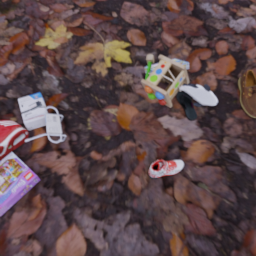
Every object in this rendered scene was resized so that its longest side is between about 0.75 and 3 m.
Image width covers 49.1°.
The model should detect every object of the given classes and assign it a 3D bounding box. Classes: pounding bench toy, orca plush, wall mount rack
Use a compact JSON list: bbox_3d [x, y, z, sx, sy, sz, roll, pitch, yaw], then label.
[{"bbox_3d":[0.859,-1.424,8.271,1.423,0.884,1.110,34,83,27],"label":"pounding bench toy"},{"bbox_3d":[2.654,-1.294,10.839,1.687,0.600,0.888,11,104,18],"label":"orca plush"},{"bbox_3d":[-2.869,-0.016,9.695,1.314,0.564,1.512,4,54,-31],"label":"wall mount rack"}]

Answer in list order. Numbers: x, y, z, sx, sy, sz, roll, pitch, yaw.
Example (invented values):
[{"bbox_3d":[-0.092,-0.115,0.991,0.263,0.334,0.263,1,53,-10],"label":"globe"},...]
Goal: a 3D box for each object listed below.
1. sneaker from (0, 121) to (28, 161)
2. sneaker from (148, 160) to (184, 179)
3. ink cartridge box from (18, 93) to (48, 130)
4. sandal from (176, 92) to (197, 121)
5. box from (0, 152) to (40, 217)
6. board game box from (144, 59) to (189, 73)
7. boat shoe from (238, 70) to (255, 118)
[{"bbox_3d":[-4.541,0.526,9.593,1.174,0.797,2.033,33,56,32],"label":"sneaker"},{"bbox_3d":[1.272,1.253,9.052,1.273,0.682,0.425,-16,60,-10],"label":"sneaker"},{"bbox_3d":[-3.452,-0.609,10.295,0.861,0.502,1.191,-19,61,-11],"label":"ink cartridge box"},{"bbox_3d":[2.253,-0.905,10.577,0.510,0.325,1.356,-16,61,-10],"label":"sandal"},{"bbox_3d":[-3.996,1.872,8.827,1.342,0.384,1.962,36,65,23],"label":"box"},{"bbox_3d":[1.531,-2.385,11.125,1.463,0.250,0.984,-19,29,-18],"label":"board game box"},{"bbox_3d":[4.666,-1.323,10.619,0.736,0.690,2.044,0,59,0],"label":"boat shoe"}]
